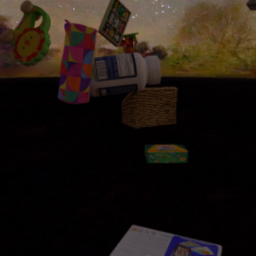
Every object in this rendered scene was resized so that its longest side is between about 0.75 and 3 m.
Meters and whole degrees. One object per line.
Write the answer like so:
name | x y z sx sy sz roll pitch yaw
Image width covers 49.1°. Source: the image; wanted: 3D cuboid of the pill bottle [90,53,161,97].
pill bottle | -0.134 -1.667 8.643 2.142 1.189 1.189 -7 14 -4

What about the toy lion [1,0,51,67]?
toy lion | -3.078 -2.920 8.919 1.751 1.827 0.627 35 2 25

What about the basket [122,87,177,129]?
basket | 0.787 -0.921 11.229 2.052 1.529 1.465 -8 15 -26

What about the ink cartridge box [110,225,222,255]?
ink cartridge box | 0.358 1.620 3.157 1.218 0.267 1.229 6 12 23

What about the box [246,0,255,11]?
box | 4.521 -4.213 9.403 0.362 0.435 1.058 36 4 -28

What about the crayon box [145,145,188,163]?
crayon box | 0.959 0.661 7.167 1.026 0.299 0.609 0 13 -1

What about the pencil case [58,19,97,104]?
pencil case | -1.370 -1.726 7.512 0.950 2.149 0.950 8 13 -2

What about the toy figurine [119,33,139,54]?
toy figurine | -0.017 -3.335 12.664 1.407 1.725 1.874 0 21 25

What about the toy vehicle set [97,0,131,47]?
toy vehicle set | -0.506 -4.078 10.796 0.990 1.594 0.211 29 -16 -39
